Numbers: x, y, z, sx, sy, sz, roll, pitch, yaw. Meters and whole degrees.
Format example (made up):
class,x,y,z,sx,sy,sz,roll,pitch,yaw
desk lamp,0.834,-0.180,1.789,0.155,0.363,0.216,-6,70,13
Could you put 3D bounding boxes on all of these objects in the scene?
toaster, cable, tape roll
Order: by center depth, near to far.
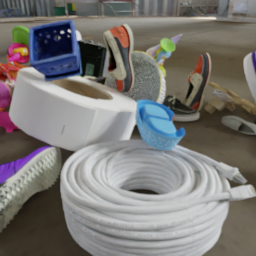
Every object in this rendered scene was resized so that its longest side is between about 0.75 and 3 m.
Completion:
class,x,y,z,sx,sy,sz,roll,pitch,yaw
cable,0.253,1.051,4.746,2.733,0.946,2.734,-12,26,-30
tape roll,-1.248,-0.490,6.806,2.978,1.041,2.978,19,16,-6
toaster,-1.374,-2.142,10.288,1.832,2.026,1.202,20,19,28

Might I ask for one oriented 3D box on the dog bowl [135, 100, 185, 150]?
class,x,y,z,sx,sy,sz,roll,pitch,yaw
dog bowl,0.558,-0.075,5.483,0.806,0.358,1.446,10,29,-17

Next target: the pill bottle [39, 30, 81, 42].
class,x,y,z,sx,sy,sz,roll,pitch,yaw
pill bottle,-4.296,-5.253,16.959,2.679,1.551,1.551,7,27,14

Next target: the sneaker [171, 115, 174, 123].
class,x,y,z,sx,sy,sz,roll,pitch,yaw
sneaker,0.827,-0.161,7.971,0.488,0.436,1.221,8,24,37

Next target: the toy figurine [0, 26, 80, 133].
class,x,y,z,sx,sy,sz,roll,pitch,yaw
toy figurine,-3.046,-1.147,7.855,2.013,2.681,2.467,-19,28,52

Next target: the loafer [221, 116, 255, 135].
class,x,y,z,sx,sy,sz,roll,pitch,yaw
loafer,3.091,-0.069,7.788,1.051,0.367,0.367,20,25,34

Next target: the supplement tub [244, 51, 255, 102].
class,x,y,z,sx,sy,sz,roll,pitch,yaw
supplement tub,4.954,-1.692,7.947,2.713,1.972,1.972,-20,13,34

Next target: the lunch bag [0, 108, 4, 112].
class,x,y,z,sx,sy,sz,roll,pitch,yaw
lunch bag,-4.429,-1.393,8.350,0.875,2.135,1.881,-17,32,-9

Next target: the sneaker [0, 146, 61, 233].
class,x,y,z,sx,sy,sz,roll,pitch,yaw
sneaker,-2.250,0.924,5.233,1.157,0.809,2.326,12,29,21

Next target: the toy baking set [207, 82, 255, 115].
class,x,y,z,sx,sy,sz,roll,pitch,yaw
toy baking set,3.268,-0.882,8.786,1.749,0.265,2.279,22,21,-11

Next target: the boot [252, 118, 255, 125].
class,x,y,z,sx,sy,sz,roll,pitch,yaw
boot,3.985,0.045,7.455,1.608,0.557,1.400,-14,26,-43

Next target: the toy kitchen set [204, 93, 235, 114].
class,x,y,z,sx,sy,sz,roll,pitch,yaw
toy kitchen set,3.015,-0.596,8.964,0.758,0.684,0.619,-43,27,4

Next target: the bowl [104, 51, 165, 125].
class,x,y,z,sx,sy,sz,roll,pitch,yaw
bowl,0.365,-1.061,8.195,2.124,2.124,0.997,25,12,41

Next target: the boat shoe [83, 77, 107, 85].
class,x,y,z,sx,sy,sz,roll,pitch,yaw
boat shoe,-0.651,-1.374,9.417,0.693,0.769,2.138,17,14,37

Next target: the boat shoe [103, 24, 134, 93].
class,x,y,z,sx,sy,sz,roll,pitch,yaw
boat shoe,-0.254,-1.615,7.035,0.620,1.982,0.706,-28,57,-20

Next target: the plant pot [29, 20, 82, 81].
class,x,y,z,sx,sy,sz,roll,pitch,yaw
plant pot,-1.469,-1.551,5.888,0.949,0.853,0.949,-11,66,1

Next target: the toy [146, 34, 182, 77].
class,x,y,z,sx,sy,sz,roll,pitch,yaw
toy,0.830,-1.816,9.356,1.558,2.705,0.639,-33,77,-29

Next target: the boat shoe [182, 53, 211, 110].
class,x,y,z,sx,sy,sz,roll,pitch,yaw
boat shoe,2.143,-1.426,8.854,0.580,1.852,0.659,5,26,-5

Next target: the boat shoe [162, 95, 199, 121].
class,x,y,z,sx,sy,sz,roll,pitch,yaw
boat shoe,1.268,-0.684,8.736,1.952,0.621,0.690,15,30,27
